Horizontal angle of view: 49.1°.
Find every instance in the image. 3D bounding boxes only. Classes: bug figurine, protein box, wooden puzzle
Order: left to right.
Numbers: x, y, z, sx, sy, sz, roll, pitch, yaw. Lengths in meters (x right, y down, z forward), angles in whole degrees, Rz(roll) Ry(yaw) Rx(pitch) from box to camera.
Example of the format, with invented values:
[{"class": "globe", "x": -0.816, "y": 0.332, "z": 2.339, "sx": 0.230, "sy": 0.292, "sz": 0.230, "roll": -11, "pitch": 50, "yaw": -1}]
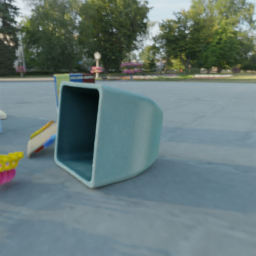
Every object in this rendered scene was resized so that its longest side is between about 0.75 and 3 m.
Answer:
[{"class": "bug figurine", "x": -3.145, "y": 0.825, "z": 4.749, "sx": 2.764, "sy": 0.711, "sz": 2.143, "roll": 1, "pitch": 5, "yaw": 26}, {"class": "wooden puzzle", "x": -2.125, "y": 0.234, "z": 7.311, "sx": 1.312, "sy": 0.227, "sz": 1.945, "roll": -37, "pitch": 21, "yaw": 0}, {"class": "protein box", "x": -1.968, "y": -1.012, "z": 10.328, "sx": 1.309, "sy": 1.927, "sz": 1.941, "roll": -6, "pitch": 12, "yaw": -16}]

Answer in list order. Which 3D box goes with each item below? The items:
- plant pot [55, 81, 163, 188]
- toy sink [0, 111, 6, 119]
[{"class": "plant pot", "x": -0.309, "y": 0.033, "z": 6.053, "sx": 1.885, "sy": 1.846, "sz": 1.851, "roll": 0, "pitch": 10, "yaw": -36}, {"class": "toy sink", "x": -6.769, "y": -1.101, "z": 11.921, "sx": 2.649, "sy": 1.484, "sz": 1.727, "roll": -7, "pitch": 14, "yaw": -31}]
